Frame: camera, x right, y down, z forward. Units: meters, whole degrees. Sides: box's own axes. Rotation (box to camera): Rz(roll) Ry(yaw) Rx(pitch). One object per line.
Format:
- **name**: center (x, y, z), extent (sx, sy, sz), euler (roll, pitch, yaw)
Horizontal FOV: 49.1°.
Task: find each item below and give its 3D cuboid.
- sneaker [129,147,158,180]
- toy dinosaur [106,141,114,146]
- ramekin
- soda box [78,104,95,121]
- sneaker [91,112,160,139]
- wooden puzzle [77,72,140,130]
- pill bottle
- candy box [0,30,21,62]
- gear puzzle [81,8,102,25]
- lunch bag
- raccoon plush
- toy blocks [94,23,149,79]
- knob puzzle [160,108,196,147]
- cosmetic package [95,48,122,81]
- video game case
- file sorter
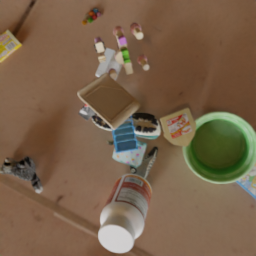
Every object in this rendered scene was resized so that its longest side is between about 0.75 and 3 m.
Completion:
- **sneaker**: center (0.538, 1.377, 11.440), extent (0.937, 0.609, 1.623), euler (25, 85, 5)
- **toy dinosaur**: center (-0.264, 0.458, 11.653), extent (1.271, 0.302, 0.560), euler (0, 83, 5)
- **ramekin**: center (3.504, 0.697, 10.838), extent (2.668, 1.303, 2.668), euler (1, 93, 15)
- **soda box**: center (-1.315, -0.869, 10.630), extent (0.501, 1.416, 0.448), euler (39, 41, -13)
- **sneaker**: center (-0.128, -0.110, 11.043), extent (2.852, 1.136, 1.105), euler (17, 70, 17)
- **wooden puzzle**: center (-0.646, -0.943, 9.665), extent (1.750, 0.326, 1.619), euler (45, 53, 2)
- **pill bottle**: center (-0.094, 2.984, 10.040), extent (1.540, 2.746, 1.540), euler (6, 115, 12)
- **candy box**: center (-5.562, -3.384, 12.128), extent (1.711, 0.226, 0.875), euler (-41, 83, -4)
- **gear puzzle**: center (-1.667, -4.890, 12.341), extent (0.978, 0.128, 0.507), euler (-39, 85, -4)
- **lunch bag**: center (0.004, 0.885, 10.818), extent (1.161, 0.708, 0.989), euler (19, 102, 21)
- **raccoon plush**: center (-4.394, 1.986, 11.289), extent (1.212, 0.875, 1.809), euler (-22, 85, 6)
- **toy blocks**: center (-0.281, -2.866, 10.121), extent (1.726, 1.613, 1.453), euler (-17, 42, 0)
- **knob puzzle**: center (1.804, 0.066, 9.820), extent (1.377, 0.191, 1.377), euler (0, 91, -11)
- **cosmetic package**: center (-0.709, -2.313, 10.964), extent (0.377, 1.460, 1.101), euler (25, 89, 13)
- **video game case**: center (5.648, 1.946, 11.375), extent (2.820, 0.251, 2.018), euler (41, 95, 4)
- **file sorter**: center (-0.152, 0.175, 9.796), extent (0.802, 0.709, 1.156), euler (-10, 57, -4)
